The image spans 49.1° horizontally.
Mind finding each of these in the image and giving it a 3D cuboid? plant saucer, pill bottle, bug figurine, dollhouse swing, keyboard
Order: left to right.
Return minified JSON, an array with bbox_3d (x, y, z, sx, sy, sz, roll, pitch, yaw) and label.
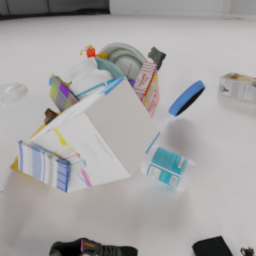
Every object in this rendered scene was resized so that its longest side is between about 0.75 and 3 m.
[{"bbox_3d":[-2.135,0.816,9.452,2.134,2.064,2.348,-35,22,24],"label":"dollhouse swing"},{"bbox_3d":[-1.906,-1.718,10.580,0.737,2.221,2.864,27,56,23],"label":"bug figurine"},{"bbox_3d":[-0.918,-0.760,8.908,1.524,2.751,1.524,-24,7,3],"label":"pill bottle"},{"bbox_3d":[-0.510,-1.290,9.886,0.496,2.757,2.757,-33,40,-20],"label":"plant saucer"},{"bbox_3d":[-0.057,-2.064,11.100,2.779,2.779,0.697,17,40,28],"label":"plant saucer"},{"bbox_3d":[1.014,1.094,8.188,1.678,0.929,0.929,24,35,13],"label":"pill bottle"},{"bbox_3d":[2.238,3.082,5.724,1.295,0.210,2.038,-11,31,-6],"label":"keyboard"}]

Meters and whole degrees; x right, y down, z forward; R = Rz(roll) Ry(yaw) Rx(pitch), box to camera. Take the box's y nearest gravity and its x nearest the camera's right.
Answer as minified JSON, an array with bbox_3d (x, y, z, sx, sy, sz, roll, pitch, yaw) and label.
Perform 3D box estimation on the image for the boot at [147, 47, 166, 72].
[{"bbox_3d":[1.164,-2.991,12.437,0.741,1.134,0.384,35,36,12],"label":"boot"}]

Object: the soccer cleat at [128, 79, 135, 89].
[{"bbox_3d":[0.368,-0.773,10.469,0.784,2.300,0.842,-32,44,-19],"label":"soccer cleat"}]

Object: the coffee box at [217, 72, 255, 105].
[{"bbox_3d":[5.856,-1.999,14.043,2.286,0.911,1.307,26,38,38],"label":"coffee box"}]

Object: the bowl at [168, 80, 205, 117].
[{"bbox_3d":[2.449,-1.166,11.596,0.368,1.873,1.873,47,47,14],"label":"bowl"}]

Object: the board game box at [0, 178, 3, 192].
[{"bbox_3d":[-4.843,1.538,6.943,2.726,0.561,2.719,-16,10,-34],"label":"board game box"}]

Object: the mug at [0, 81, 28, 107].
[{"bbox_3d":[-4.123,-1.345,10.046,0.949,0.799,1.082,-29,1,-35],"label":"mug"}]

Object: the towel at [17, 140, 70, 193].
[{"bbox_3d":[-2.071,0.955,6.783,1.437,1.056,0.171,23,37,12],"label":"towel"}]

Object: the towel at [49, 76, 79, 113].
[{"bbox_3d":[-1.874,-0.767,8.552,0.170,1.072,1.492,-31,71,-40],"label":"towel"}]

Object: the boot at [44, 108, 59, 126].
[{"bbox_3d":[-2.364,-0.337,8.307,0.409,0.420,1.112,-43,9,4],"label":"boot"}]

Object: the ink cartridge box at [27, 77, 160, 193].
[{"bbox_3d":[-0.976,0.292,7.120,2.775,1.738,1.784,-23,19,41],"label":"ink cartridge box"}]

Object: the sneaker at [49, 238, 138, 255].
[{"bbox_3d":[-0.723,2.681,5.785,1.932,0.834,0.776,-4,31,-7],"label":"sneaker"}]

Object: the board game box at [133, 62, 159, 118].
[{"bbox_3d":[0.560,-0.955,9.059,0.436,1.881,1.425,15,65,17],"label":"board game box"}]
